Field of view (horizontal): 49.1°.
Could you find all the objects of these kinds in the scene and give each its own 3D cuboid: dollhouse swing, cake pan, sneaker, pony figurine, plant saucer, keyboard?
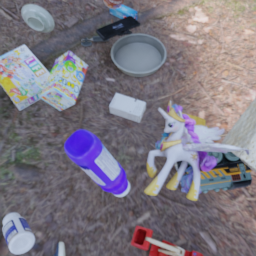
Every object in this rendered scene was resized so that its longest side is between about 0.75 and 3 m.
[{"bbox_3d":[2.259,0.172,10.760,1.378,1.211,1.252,16,101,9],"label":"dollhouse swing"},{"bbox_3d":[0.464,-3.269,12.716,2.495,0.458,2.495,0,59,0],"label":"cake pan"},{"bbox_3d":[-2.315,4.258,7.999,0.809,0.717,1.914,6,59,-1],"label":"sneaker"},{"bbox_3d":[1.556,0.614,7.067,2.228,1.922,2.308,11,101,-14],"label":"pony figurine"},{"bbox_3d":[-3.071,-3.595,9.435,1.143,1.143,0.287,12,64,7],"label":"plant saucer"},{"bbox_3d":[-0.350,-4.116,11.757,1.786,0.229,1.072,-29,55,-15],"label":"keyboard"}]

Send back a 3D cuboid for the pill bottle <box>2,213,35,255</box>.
[{"bbox_3d":[-2.152,2.005,5.419,0.467,0.467,0.780,-36,37,-19],"label":"pill bottle"}]

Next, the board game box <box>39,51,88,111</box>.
[{"bbox_3d":[-2.107,-1.554,9.320,0.859,0.875,1.668,-17,50,41],"label":"board game box"}]

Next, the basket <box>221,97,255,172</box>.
[{"bbox_3d":[3.543,0.204,7.392,1.118,1.228,1.812,31,100,-15],"label":"basket"}]

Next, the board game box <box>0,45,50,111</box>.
[{"bbox_3d":[-4.567,-2.238,12.069,1.897,0.483,2.822,-35,65,-19],"label":"board game box"}]

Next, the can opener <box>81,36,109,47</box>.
[{"bbox_3d":[-1.572,-4.153,13.382,1.341,0.353,0.446,-9,94,-4],"label":"can opener"}]

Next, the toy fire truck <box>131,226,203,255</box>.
[{"bbox_3d":[1.171,3.508,7.984,2.163,1.525,0.527,15,61,10],"label":"toy fire truck"}]

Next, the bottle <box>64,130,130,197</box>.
[{"bbox_3d":[-0.572,0.904,6.283,0.679,2.081,0.869,-46,45,-12],"label":"bottle"}]

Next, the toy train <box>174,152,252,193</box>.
[{"bbox_3d":[2.924,1.443,9.568,2.574,1.097,1.467,-7,68,-5],"label":"toy train"}]

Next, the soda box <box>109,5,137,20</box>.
[{"bbox_3d":[-0.248,-5.890,14.305,1.445,0.464,0.490,32,64,17],"label":"soda box"}]

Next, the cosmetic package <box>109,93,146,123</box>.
[{"bbox_3d":[-0.023,-0.801,11.176,1.313,0.533,0.741,18,62,10],"label":"cosmetic package"}]

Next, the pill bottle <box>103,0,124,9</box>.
[{"bbox_3d":[-0.392,-4.608,9.373,0.727,1.297,0.727,1,86,-14],"label":"pill bottle"}]
